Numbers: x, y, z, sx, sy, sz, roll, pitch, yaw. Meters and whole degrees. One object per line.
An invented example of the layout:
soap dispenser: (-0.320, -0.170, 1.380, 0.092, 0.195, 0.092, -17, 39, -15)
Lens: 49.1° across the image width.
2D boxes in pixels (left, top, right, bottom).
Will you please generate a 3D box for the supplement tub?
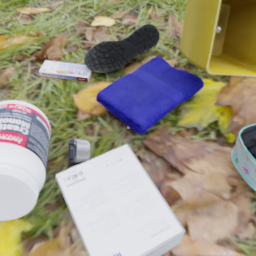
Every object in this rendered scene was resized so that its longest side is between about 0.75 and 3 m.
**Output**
supplement tub: (-2.807, 0.668, 6.605, 1.750, 1.750, 2.494, -7, 38, -5)

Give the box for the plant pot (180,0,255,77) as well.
plant pot: (2.794, -2.813, 7.890, 2.415, 2.415, 2.130, 0, 19, -21)

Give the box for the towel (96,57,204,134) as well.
towel: (0.705, -1.099, 8.943, 2.925, 0.725, 2.160, -35, 54, -28)

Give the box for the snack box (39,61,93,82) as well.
snack box: (-2.234, -2.058, 10.121, 1.815, 0.221, 0.653, 8, 51, 7)

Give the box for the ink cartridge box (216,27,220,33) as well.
ink cartridge box: (3.579, -3.377, 10.382, 1.489, 1.482, 2.049, -17, 53, -13)

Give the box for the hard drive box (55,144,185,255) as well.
hard drive box: (-0.267, 1.879, 6.423, 1.957, 0.964, 2.511, -22, 54, -17)

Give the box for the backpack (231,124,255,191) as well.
backpack: (3.667, 0.737, 6.967, 2.060, 1.579, 1.811, -8, 49, -18)

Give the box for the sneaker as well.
sneaker: (-0.246, -2.775, 10.327, 2.842, 1.076, 1.244, -24, 9, -7)

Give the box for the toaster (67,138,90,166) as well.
toaster: (-1.337, 0.656, 7.613, 0.495, 0.767, 0.436, 4, -4, -42)
